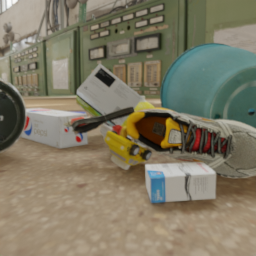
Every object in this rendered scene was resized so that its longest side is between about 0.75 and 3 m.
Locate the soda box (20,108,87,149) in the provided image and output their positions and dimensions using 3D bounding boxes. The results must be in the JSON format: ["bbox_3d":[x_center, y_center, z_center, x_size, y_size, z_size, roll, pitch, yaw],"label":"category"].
[{"bbox_3d":[-2.604,-0.074,9.132,2.998,0.954,1.021,8,12,44],"label":"soda box"}]

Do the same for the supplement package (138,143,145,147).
[{"bbox_3d":[0.604,0.130,8.494,0.747,0.741,0.984,2,9,12],"label":"supplement package"}]

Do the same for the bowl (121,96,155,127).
[{"bbox_3d":[0.260,-0.758,12.493,2.423,1.304,2.423,1,8,0],"label":"bowl"}]

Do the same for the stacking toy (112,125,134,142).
[{"bbox_3d":[-0.131,0.223,6.800,0.356,0.842,0.762,16,30,20],"label":"stacking toy"}]

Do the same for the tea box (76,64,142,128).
[{"bbox_3d":[-0.722,-0.934,9.613,1.790,1.196,1.761,38,-14,-3],"label":"tea box"}]

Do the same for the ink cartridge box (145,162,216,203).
[{"bbox_3d":[0.821,0.863,4.572,1.013,0.424,0.735,-3,8,-2],"label":"ink cartridge box"}]

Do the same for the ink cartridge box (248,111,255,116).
[{"bbox_3d":[2.726,0.032,6.990,1.018,0.593,1.407,-11,-8,-8],"label":"ink cartridge box"}]

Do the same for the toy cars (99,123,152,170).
[{"bbox_3d":[-0.182,0.454,6.719,1.241,0.613,2.767,30,1,-12],"label":"toy cars"}]

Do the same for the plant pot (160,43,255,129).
[{"bbox_3d":[2.583,-0.641,7.172,2.999,2.999,2.818,-1,16,-5],"label":"plant pot"}]

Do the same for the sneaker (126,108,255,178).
[{"bbox_3d":[1.213,0.288,5.352,2.862,1.114,1.176,13,6,29],"label":"sneaker"}]

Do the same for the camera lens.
[{"bbox_3d":[-3.913,-0.394,7.148,1.943,1.943,2.429,-8,14,-42],"label":"camera lens"}]

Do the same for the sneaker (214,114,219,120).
[{"bbox_3d":[2.317,-0.164,9.013,1.279,1.087,2.922,1,-6,33],"label":"sneaker"}]

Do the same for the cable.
[{"bbox_3d":[-0.691,-0.266,6.492,1.659,0.417,0.806,-24,-14,3],"label":"cable"}]

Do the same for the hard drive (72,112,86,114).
[{"bbox_3d":[-3.207,-0.722,15.795,1.113,0.214,1.687,2,9,12],"label":"hard drive"}]
